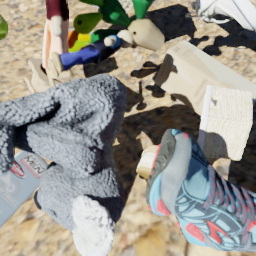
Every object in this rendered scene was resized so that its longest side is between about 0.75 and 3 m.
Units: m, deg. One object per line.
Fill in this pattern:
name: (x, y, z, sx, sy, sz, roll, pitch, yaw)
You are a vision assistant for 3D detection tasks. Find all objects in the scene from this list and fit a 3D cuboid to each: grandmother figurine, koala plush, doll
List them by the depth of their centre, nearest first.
koala plush: (-0.790, 0.621, 4.406, 2.273, 2.194, 2.474, -20, 96, 0)
doll: (-0.518, -1.255, 4.590, 1.501, 1.024, 0.364, -27, 95, -26)
grandmother figurine: (-1.204, -1.858, 4.692, 0.607, 2.004, 1.215, -8, 37, -18)

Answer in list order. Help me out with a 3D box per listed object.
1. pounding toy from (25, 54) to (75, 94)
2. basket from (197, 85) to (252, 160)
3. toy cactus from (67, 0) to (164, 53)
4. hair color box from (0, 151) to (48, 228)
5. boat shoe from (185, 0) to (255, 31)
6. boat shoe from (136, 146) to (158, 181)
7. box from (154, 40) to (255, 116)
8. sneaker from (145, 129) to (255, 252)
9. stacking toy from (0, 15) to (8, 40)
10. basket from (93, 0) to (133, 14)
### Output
pounding toy: (-1.533, -1.124, 6.183, 1.032, 1.036, 1.805, 1, 37, -37)
basket: (1.568, -0.066, 4.634, 0.739, 0.919, 0.910, 10, 44, 15)
toy cactus: (-0.218, -2.372, 6.007, 2.409, 2.920, 1.493, 17, 37, -43)
hair color box: (-2.282, 1.293, 4.435, 0.648, 1.058, 2.137, 50, 47, -14)
boat shoe: (2.019, -3.193, 7.040, 1.228, 1.064, 2.880, -45, 70, 27)
boat shoe: (0.510, 0.694, 5.020, 0.584, 1.584, 0.548, 18, 76, 10)
box: (1.835, -0.991, 6.618, 2.202, 1.046, 0.856, 37, 47, 16)
sneaker: (1.286, 0.962, 3.866, 1.382, 2.893, 1.147, 6, 61, 35)
stacking toy: (-3.420, -2.703, 5.922, 2.109, 0.891, 1.909, 48, 31, -14)
basket: (-0.483, -3.904, 7.101, 1.494, 1.212, 1.507, 10, 55, -42)
